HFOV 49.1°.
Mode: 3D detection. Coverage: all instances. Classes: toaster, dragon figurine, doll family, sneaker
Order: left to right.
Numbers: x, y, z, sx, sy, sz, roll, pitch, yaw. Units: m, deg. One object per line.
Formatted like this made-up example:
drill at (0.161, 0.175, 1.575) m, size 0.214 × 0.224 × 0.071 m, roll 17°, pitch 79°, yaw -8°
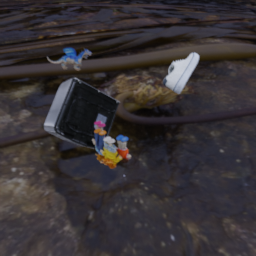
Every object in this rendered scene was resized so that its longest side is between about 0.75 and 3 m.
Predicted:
dragon figurine at (-2.073, -2.476, 9.851) m, size 1.591 × 0.468 × 0.791 m, roll -1°, pitch 61°, yaw -22°
toaster at (-1.486, -0.302, 9.050) m, size 1.861 × 2.058 × 1.221 m, roll 25°, pitch -13°, yaw -32°
doll family at (-0.600, 0.539, 7.307) m, size 0.676 × 0.931 × 1.499 m, roll -28°, pitch 41°, yaw -31°
sneaker at (1.847, -2.064, 9.707) m, size 0.769 × 0.793 × 2.172 m, roll 30°, pitch 48°, yaw 4°
